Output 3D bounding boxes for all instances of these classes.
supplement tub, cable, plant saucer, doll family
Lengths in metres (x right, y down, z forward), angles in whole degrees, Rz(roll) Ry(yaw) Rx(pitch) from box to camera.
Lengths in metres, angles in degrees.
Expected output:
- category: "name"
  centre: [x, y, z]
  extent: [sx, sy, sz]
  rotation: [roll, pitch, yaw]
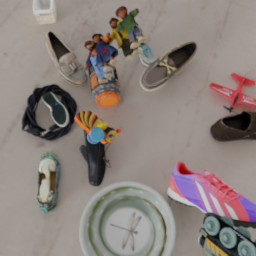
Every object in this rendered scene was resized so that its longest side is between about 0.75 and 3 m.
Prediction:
- category: "supplement tub"
  centre: [-0.840, -1.625, 9.932]
  extent: [1.029, 1.029, 1.680]
  rotation: [-9, 64, -5]
- category: "cable"
  centre: [-2.651, -0.625, 9.684]
  extent: [1.750, 0.545, 2.145]
  rotation: [10, 62, 5]
- category: "plant saucer"
  centre: [-0.017, 2.839, 7.803]
  extent: [2.617, 0.657, 2.617]
  rotation: [0, 62, -1]
- category: "doll family"
  centre: [-0.544, -2.570, 8.586]
  extent: [2.600, 1.020, 1.503]
  rotation: [-34, 77, 21]

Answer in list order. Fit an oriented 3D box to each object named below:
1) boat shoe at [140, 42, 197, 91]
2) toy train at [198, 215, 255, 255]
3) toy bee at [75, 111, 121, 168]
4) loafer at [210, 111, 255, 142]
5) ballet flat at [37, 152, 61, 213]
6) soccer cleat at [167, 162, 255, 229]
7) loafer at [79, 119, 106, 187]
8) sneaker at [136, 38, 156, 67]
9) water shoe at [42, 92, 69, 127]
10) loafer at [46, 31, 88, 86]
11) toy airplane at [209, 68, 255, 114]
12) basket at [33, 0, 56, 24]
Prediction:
- category: "boat shoe"
  centre: [1.514, -2.327, 10.337]
  extent: [2.621, 0.780, 0.942]
  rotation: [-38, 90, -18]
- category: "toy train"
  centre: [2.123, 2.504, 5.757]
  extent: [0.712, 1.670, 0.952]
  rotation: [10, 100, -34]
- category: "toy bee"
  centre: [-0.754, 0.147, 8.331]
  extent: [0.954, 1.149, 1.755]
  rotation: [-35, 113, -21]
- category: "loafer"
  centre: [4.016, -0.103, 9.207]
  extent: [2.500, 0.892, 0.912]
  rotation: [-12, 63, -6]
- category: "ballet flat"
  centre: [-2.428, 1.535, 8.483]
  extent: [0.737, 0.737, 1.985]
  rotation: [-9, 62, -4]
- category: "soccer cleat"
  centre: [2.191, 1.682, 7.282]
  extent: [1.013, 2.969, 1.087]
  rotation: [6, 93, -35]
- category: "loafer"
  centre: [-1.140, 0.755, 8.881]
  extent: [0.802, 0.775, 2.284]
  rotation: [-7, 61, 8]
- category: "sneaker"
  centre: [0.641, -2.936, 10.853]
  extent: [0.543, 0.604, 1.400]
  rotation: [-32, 67, -16]
- category: "water shoe"
  centre: [-2.384, -0.608, 9.622]
  extent: [0.540, 0.596, 1.511]
  rotation: [-34, 66, 0]
- category: "loafer"
  centre: [-2.431, -2.647, 10.589]
  extent: [0.916, 0.801, 2.549]
  rotation: [-32, 67, -16]
- category: "toy airplane"
  centre: [3.983, -1.360, 10.152]
  extent: [2.118, 0.390, 2.118]
  rotation: [0, 62, 0]
- category: "basket"
  centre: [-3.521, -5.087, 11.895]
  extent: [0.831, 0.757, 1.226]
  rotation: [-7, 62, -3]
